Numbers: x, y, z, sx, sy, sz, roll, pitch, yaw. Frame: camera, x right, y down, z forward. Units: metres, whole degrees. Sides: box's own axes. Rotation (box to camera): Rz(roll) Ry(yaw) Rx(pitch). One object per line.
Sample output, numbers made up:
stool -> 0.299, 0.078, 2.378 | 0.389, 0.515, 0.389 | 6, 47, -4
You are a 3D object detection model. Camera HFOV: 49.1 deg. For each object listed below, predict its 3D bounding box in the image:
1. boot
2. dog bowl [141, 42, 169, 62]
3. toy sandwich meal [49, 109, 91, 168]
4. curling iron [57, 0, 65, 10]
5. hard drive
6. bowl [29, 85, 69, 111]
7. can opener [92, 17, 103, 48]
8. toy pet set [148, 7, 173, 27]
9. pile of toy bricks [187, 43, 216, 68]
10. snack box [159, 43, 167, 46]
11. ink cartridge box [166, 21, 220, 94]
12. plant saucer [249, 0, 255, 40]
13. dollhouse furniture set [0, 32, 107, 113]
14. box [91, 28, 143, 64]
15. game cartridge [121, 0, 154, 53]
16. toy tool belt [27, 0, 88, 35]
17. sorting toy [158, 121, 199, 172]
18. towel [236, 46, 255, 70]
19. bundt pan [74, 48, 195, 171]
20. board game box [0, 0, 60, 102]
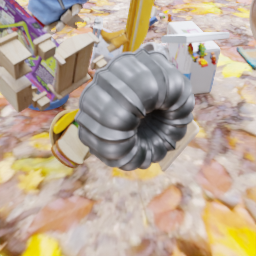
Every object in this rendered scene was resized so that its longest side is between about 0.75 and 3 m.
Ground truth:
boot -> -0.357, -2.395, 7.246 | 0.625, 0.307, 0.873 | -31, 65, 13
dog bowl -> 0.458, -1.533, 6.974 | 0.381, 1.299, 1.299 | 23, 34, -28
toy sandwich meal -> -0.803, 0.132, 4.322 | 0.319, 0.931, 0.931 | -12, 24, 48
curling iron -> -1.668, -3.052, 5.888 | 0.155, 1.210, 0.300 | -14, 20, 40
hard drive -> 1.566, -2.108, 6.534 | 1.319, 0.173, 0.870 | -14, 22, -28
bowl -> -2.777, -1.154, 9.491 | 1.599, 0.314, 1.599 | 0, 42, 0
can opener -> -0.798, -2.431, 7.126 | 0.216, 0.273, 0.820 | 10, 81, -9
toy pet set -> 1.297, -5.509, 14.254 | 1.630, 0.866, 1.522 | 17, 10, 14
pile of toy bricks -> 1.645, -1.708, 6.240 | 0.465, 0.414, 0.838 | -16, 41, -4
snack box -> 2.256, -3.575, 12.261 | 1.837, 0.223, 0.660 | -13, 43, -14
ink cartridge box -> 2.165, -2.542, 9.992 | 0.996, 1.700, 2.352 | -8, 42, -9
plant saucer -> 3.493, -2.103, 5.393 | 2.262, 0.414, 2.262 | -1, 81, 10
dollhouse furniture set -> -1.453, -1.552, 5.312 | 1.179, 2.059, 2.414 | 46, 61, 6
box -> 0.087, -2.460, 9.906 | 2.650, 0.545, 2.066 | 18, 39, -17
game cartridge -> 0.387, -3.440, 8.564 | 0.387, 2.104, 2.386 | 16, 39, 4
toy tool belt -> -1.787, -3.220, 7.014 | 1.611, 2.581, 1.586 | 36, 34, -29
sorting toy -> 0.760, 0.056, 5.322 | 0.217, 1.099, 1.187 | 12, 36, -35
towel -> 5.454, -2.946, 11.587 | 1.337, 0.198, 1.823 | -3, 42, -5
bundt pan -> 0.207, -0.122, 3.634 | 1.679, 1.679, 0.630 | -23, 41, -23
board game box -> -2.432, -1.921, 6.931 | 2.417, 1.451, 0.390 | 45, 39, -5
